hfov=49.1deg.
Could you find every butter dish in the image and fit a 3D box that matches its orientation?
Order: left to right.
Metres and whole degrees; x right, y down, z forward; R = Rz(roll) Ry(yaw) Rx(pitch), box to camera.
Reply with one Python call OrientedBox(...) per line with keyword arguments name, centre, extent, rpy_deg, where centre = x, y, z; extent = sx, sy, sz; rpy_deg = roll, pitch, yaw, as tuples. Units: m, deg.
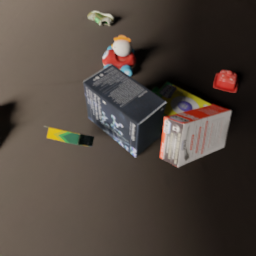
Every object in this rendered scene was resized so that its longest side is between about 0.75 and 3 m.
OrientedBox(name="butter dish", centre=(3.795, -1.888, 10.699), extent=(0.887, 0.656, 0.885), rpy_deg=(16, 55, 12))

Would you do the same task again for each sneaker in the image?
OrientedBox(name="sneaker", centre=(-1.334, -5.078, 13.158), extent=(1.304, 0.501, 0.578), rpy_deg=(11, 63, 10))

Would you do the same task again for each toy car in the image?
OrientedBox(name="toy car", centre=(-0.363, -3.031, 10.992), extent=(1.347, 1.523, 1.403), rpy_deg=(4, 54, 3))

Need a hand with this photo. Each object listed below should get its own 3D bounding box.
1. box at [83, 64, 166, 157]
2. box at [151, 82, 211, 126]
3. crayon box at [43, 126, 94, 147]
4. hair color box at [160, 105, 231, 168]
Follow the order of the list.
OrientedBox(name="box", centre=(-0.148, -0.556, 8.988), extent=(2.379, 1.765, 1.274), rpy_deg=(38, 60, 25))
OrientedBox(name="box", centre=(1.747, -0.594, 9.580), extent=(2.663, 0.644, 1.562), rpy_deg=(29, 51, 18))
OrientedBox(name="crayon box", centre=(-1.771, 0.259, 8.243), extent=(1.295, 0.814, 0.334), rpy_deg=(11, 87, 24))
OrientedBox(name="hair color box", centre=(1.653, 0.129, 6.754), extent=(1.904, 1.056, 0.609), rpy_deg=(-15, 28, -40))
